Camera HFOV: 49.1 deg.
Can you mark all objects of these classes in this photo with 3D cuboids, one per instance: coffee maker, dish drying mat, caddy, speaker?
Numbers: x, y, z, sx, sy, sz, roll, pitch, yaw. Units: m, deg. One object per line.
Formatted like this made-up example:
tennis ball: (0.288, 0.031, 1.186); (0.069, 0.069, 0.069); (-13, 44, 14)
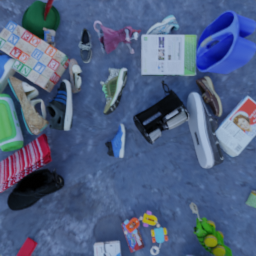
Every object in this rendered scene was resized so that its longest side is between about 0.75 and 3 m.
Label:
coffee maker: (1.129, -0.534, 10.899); (1.872, 1.261, 1.798); (-31, 58, -7)
dish drying mat: (-3.859, 4.702, 10.368); (0.448, 0.106, 1.168); (30, 81, 6)
caddy: (3.520, -3.159, 10.623); (1.418, 2.702, 1.910); (7, 79, -16)
speaker: (-4.738, -0.194, 10.870); (0.933, 0.933, 2.110); (-18, 80, -3)

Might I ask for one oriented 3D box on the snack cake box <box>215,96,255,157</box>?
snack cake box: (4.350, -0.046, 10.935); (1.211, 0.708, 2.106); (43, 82, 9)

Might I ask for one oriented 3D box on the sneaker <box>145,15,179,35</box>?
sneaker: (1.418, -4.035, 11.721); (1.655, 0.642, 0.714); (-36, 85, -6)

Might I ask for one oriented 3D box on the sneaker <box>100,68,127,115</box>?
sneaker: (-0.718, -1.505, 11.232); (0.940, 0.816, 2.122); (17, 73, 9)

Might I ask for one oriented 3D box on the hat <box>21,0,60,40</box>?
hat: (-3.667, -4.787, 11.232); (1.619, 1.721, 1.955); (24, 84, 1)

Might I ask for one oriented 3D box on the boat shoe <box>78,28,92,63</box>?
boat shoe: (-1.768, -3.429, 11.643); (0.520, 0.430, 1.389); (4, 87, 2)

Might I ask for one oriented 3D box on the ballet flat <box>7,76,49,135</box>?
ballet flat: (-3.814, -1.014, 10.915); (0.901, 0.973, 2.759); (-28, 74, -5)

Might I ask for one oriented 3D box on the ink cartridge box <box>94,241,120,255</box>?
ink cartridge box: (-0.757, 4.566, 10.244); (0.938, 0.393, 0.680); (-5, 80, -1)

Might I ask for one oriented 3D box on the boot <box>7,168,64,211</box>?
boot: (-3.452, 2.197, 9.867); (2.412, 1.976, 0.893); (-23, 77, -4)

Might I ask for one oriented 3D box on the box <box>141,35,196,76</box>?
box: (1.636, -2.932, 11.386); (2.220, 0.403, 1.602); (0, 97, -1)

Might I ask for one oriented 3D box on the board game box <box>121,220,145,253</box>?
board game box: (0.175, 4.030, 10.495); (0.561, 0.106, 1.089); (-20, 80, -5)

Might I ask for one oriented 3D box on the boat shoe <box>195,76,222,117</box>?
boat shoe: (3.171, -1.222, 11.166); (0.639, 0.641, 1.776); (-14, 74, -5)

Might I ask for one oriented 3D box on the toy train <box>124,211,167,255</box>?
toy train: (0.666, 3.783, 10.333); (1.613, 0.449, 1.211); (44, 81, 5)

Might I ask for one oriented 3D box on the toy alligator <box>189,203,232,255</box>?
toy alligator: (2.710, 3.744, 9.960); (0.752, 0.822, 2.772); (-32, 107, 25)

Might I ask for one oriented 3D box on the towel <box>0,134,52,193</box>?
towel: (-4.115, 1.369, 10.127); (2.923, 2.114, 0.329); (-33, 118, -6)

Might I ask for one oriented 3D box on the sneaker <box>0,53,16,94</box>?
sneaker: (-5.555, -2.058, 11.209); (1.244, 0.858, 2.235); (29, 77, -1)

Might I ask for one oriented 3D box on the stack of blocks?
stack of blocks: (-3.966, -2.867, 11.345); (2.743, 0.803, 1.579); (33, 86, 6)

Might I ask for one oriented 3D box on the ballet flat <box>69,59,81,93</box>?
ballet flat: (-2.094, -2.121, 11.357); (0.482, 0.476, 1.417); (-5, 92, -45)

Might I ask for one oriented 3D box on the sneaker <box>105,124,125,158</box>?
sneaker: (-0.529, 0.488, 10.940); (0.731, 0.505, 1.315); (4, 86, -8)

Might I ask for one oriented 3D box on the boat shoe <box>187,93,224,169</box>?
boat shoe: (3.048, 0.040, 10.800); (0.977, 1.031, 2.948); (-8, 77, -12)

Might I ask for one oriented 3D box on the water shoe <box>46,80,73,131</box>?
water shoe: (-2.628, -0.965, 10.624); (0.933, 0.845, 2.365); (0, 51, -18)

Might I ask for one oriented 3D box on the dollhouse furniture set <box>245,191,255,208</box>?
dollhouse furniture set: (5.003, 2.811, 10.423); (0.968, 0.486, 0.634); (19, 100, 1)

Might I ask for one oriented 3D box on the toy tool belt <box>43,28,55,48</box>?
toy tool belt: (-3.343, -3.736, 11.655); (0.485, 0.477, 0.777); (0, 90, 40)

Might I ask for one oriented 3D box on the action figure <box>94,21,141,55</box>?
action figure: (-0.337, -3.723, 11.378); (1.790, 1.199, 1.333); (-23, 74, -12)
